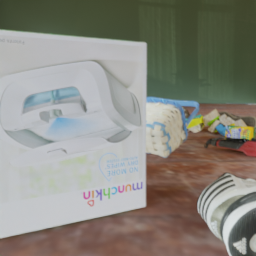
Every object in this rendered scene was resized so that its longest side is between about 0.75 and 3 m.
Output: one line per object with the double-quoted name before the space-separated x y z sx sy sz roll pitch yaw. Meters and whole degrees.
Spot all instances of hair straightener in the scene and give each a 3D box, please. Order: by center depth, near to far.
"hair straightener" 3.363 0.564 8.120 2.403 0.492 0.925 1 6 44

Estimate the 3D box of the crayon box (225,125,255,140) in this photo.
"crayon box" 3.726 0.271 9.204 1.006 0.632 0.259 5 9 36

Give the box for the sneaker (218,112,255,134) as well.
"sneaker" 4.757 -0.090 12.127 0.980 0.914 2.595 19 1 -26

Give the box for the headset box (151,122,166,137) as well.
"headset box" 0.430 -0.218 11.648 1.910 0.964 2.570 4 8 23

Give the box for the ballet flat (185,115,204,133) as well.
"ballet flat" 2.952 -0.157 12.256 0.692 0.694 2.071 -19 -2 29

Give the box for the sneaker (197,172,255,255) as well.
"sneaker" 2.079 0.842 3.496 2.546 0.961 1.465 -4 10 -10

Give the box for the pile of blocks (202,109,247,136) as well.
"pile of blocks" 3.987 0.033 11.496 0.756 0.998 2.432 43 1 -23

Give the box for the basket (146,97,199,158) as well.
"basket" 0.850 -0.219 8.250 1.923 1.517 2.181 9 44 32

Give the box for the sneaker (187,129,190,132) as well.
"sneaker" 2.253 -0.009 12.453 1.051 0.392 0.458 0 12 8

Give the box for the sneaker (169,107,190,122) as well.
"sneaker" 2.699 -0.535 13.217 0.787 0.844 2.235 3 -6 40

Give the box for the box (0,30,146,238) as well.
"box" -1.247 0.026 3.975 2.786 2.458 1.347 -3 8 -27
